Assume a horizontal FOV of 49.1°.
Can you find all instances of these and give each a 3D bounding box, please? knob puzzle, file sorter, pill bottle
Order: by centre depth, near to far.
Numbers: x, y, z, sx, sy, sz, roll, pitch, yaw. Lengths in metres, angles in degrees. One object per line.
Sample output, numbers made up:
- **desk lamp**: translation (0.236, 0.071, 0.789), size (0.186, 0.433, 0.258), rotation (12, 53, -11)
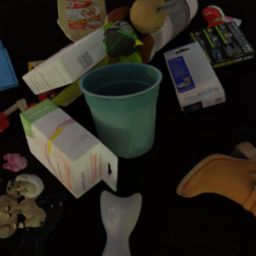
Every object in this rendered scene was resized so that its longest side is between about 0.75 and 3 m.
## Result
- **knob puzzle**: translation (-1.495, -3.535, 9.459), size (1.993, 0.276, 1.993), rotation (2, 86, -24)
- **file sorter**: translation (-5.024, -2.424, 9.635), size (1.625, 1.437, 2.342), rotation (-21, 52, -16)
- **pill bottle**: translation (1.481, -4.396, 11.205), size (1.668, 1.668, 2.929), rotation (30, 54, 23)

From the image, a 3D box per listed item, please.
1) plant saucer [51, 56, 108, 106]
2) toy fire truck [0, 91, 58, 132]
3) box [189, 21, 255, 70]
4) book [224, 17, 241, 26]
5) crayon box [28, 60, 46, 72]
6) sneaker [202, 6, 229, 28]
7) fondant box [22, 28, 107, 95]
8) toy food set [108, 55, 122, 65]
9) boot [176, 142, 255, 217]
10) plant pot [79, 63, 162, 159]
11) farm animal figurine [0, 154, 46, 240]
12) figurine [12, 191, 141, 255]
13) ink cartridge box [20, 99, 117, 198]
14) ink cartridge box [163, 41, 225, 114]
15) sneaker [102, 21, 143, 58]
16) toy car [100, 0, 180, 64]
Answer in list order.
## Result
- **plant saucer**: translation (-1.392, -1.370, 8.619), size (1.776, 0.425, 1.774), rotation (-31, 17, 29)
- **toy fire truck**: translation (-3.114, -0.554, 8.649), size (1.290, 0.446, 1.829), rotation (16, 50, 14)
- **box**: translation (3.467, -3.102, 10.551), size (1.819, 0.448, 1.884), rotation (-17, 56, 4)
- **book**: translation (4.429, -4.729, 12.456), size (1.018, 0.245, 0.680), rotation (24, 50, 19)
- **crayon box**: translation (-2.567, -1.974, 9.857), size (1.717, 0.443, 1.079), rotation (-11, 47, -12)
- **sneaker**: translation (3.612, -4.345, 11.688), size (0.852, 0.772, 2.006), rotation (-22, 59, -10)
- **fondant box**: translation (-1.791, -1.870, 8.154), size (2.428, 0.707, 1.751), rotation (-2, 37, 49)
- **toy food set**: translation (-0.495, -2.656, 10.332), size (1.548, 0.860, 2.632), rotation (8, 46, -30)
- **boot**: translation (2.628, 1.516, 6.552), size (2.570, 0.947, 1.988), rotation (-24, 57, -16)
- **plant pot**: translation (-0.105, -0.398, 7.297), size (2.008, 1.967, 2.008), rotation (-4, 33, 3)
- **farm animal figurine**: translation (-2.211, 1.362, 5.543), size (0.905, 1.799, 1.453), rotation (-1, 65, -59)
- **figurine**: translation (-1.016, 2.473, 5.602), size (2.894, 1.246, 2.823), rotation (0, 45, -1)
- **ink cartridge box**: translation (-1.457, 0.637, 6.870), size (2.593, 1.518, 0.873), rotation (36, 53, 27)
- **ink cartridge box**: translation (2.135, -1.790, 9.467), size (1.339, 0.524, 2.827), rotation (-17, 51, 9)
- **sneaker**: translation (-0.263, -2.406, 7.481), size (0.803, 0.877, 2.058), rotation (-31, 3, 17)
- **toy car**: translation (0.696, -3.293, 8.874), size (2.567, 2.025, 2.108), rotation (-25, 24, 34)
